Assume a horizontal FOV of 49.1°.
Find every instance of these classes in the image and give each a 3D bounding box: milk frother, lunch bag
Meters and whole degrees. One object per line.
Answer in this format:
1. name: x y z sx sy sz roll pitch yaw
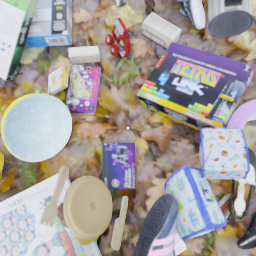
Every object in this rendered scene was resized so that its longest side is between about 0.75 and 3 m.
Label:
1. milk frother: 2.734 -4.485 9.328 2.440 2.202 2.295 -7 72 27
2. lunch bag: 1.694 1.965 7.334 1.201 1.884 1.602 -19 64 -2
3. lunch bag: 2.362 0.591 7.027 1.115 0.812 1.311 -1 59 9

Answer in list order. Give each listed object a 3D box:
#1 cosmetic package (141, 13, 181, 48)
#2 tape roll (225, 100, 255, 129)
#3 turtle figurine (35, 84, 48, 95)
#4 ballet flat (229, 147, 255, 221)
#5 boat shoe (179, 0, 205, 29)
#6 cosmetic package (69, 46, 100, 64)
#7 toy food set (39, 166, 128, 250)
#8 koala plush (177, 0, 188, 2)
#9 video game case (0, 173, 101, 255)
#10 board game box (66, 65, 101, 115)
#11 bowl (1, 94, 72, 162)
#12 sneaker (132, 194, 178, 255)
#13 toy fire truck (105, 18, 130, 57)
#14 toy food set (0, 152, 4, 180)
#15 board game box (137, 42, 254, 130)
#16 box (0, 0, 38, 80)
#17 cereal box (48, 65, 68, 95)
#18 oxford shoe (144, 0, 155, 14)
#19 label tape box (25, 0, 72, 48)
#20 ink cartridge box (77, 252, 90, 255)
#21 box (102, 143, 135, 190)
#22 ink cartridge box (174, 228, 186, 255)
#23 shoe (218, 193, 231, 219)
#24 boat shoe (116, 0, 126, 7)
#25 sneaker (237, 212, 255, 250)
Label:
1. cosmetic package: 1.113 -3.300 9.555 1.203 0.525 0.622 35 65 10
2. tape roll: 4.094 0.454 8.412 2.559 0.839 2.559 0 75 0
3. turtle figurine: -2.714 -0.757 8.749 0.706 0.981 0.952 -40 91 -2
4. ballet flat: 3.112 1.557 7.527 0.694 0.699 2.043 4 96 22
5. boat shoe: 2.145 -4.270 9.797 0.689 0.729 2.032 -21 73 35
6. cosmetic package: -1.455 -2.446 9.378 0.972 0.503 0.355 -6 76 0
7. toy food set: -1.071 2.068 7.151 2.432 0.488 1.679 37 53 -34
8. koala plush: 1.657 -4.632 8.959 0.901 1.016 0.934 -23 80 22
9. video game case: -2.328 2.922 7.569 2.476 0.322 2.720 -27 70 -6
10. board game box: -1.468 -1.275 9.213 0.972 0.262 1.620 6 75 -3
11. bowl: -2.763 -0.125 8.147 1.984 1.984 1.068 -51 41 -12
12. sneaker: 0.815 2.900 6.895 1.013 0.866 2.469 27 80 -23
13. toy fire truck: -0.247 -2.924 9.193 0.602 0.901 1.073 -14 67 -28
14. toy food set: -5.013 1.498 8.181 2.974 0.971 1.750 -9 51 -4
15. board game box: 2.003 -1.240 8.518 2.703 0.766 2.234 25 76 25
16. box: -4.183 -3.259 8.805 2.092 0.527 2.898 28 112 5
17. cereal box: -2.244 -1.510 8.954 0.192 0.973 0.700 12 71 -43
18. oxford shoe: 0.772 -4.352 9.685 0.364 0.863 0.314 10 61 18
19. label tape box: -2.775 -3.925 9.646 1.563 0.721 2.182 -3 77 2
20. ink cartridge box: -1.219 4.316 6.403 1.916 0.982 2.593 40 101 -25
21. box: -0.290 1.122 8.248 0.954 0.533 1.351 0 80 -7
22. ink cartridge box: 1.217 3.188 7.944 0.549 0.317 0.755 -28 77 -7
23. shoe: 2.688 2.412 8.139 0.456 0.348 1.305 40 78 10
24. boat shoe: -0.326 -4.917 10.118 0.337 0.399 1.118 -8 82 -4
25. sneaker: 3.740 2.826 8.011 1.611 0.610 0.705 -33 43 3
